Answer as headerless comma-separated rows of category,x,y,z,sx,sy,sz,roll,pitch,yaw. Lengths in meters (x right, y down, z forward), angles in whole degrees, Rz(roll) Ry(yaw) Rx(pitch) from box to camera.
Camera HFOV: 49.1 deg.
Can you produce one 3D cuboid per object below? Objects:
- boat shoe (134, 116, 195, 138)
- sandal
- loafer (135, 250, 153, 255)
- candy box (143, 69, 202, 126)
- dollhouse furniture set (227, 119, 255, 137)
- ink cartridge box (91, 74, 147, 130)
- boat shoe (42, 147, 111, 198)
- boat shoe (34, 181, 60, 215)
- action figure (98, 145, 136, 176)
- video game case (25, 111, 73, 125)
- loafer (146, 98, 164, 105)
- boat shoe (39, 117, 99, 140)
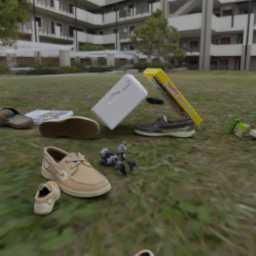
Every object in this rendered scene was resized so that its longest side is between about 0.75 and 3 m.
boat shoe,1.432,-0.090,11.046,2.360,0.776,0.843,3,14,10
sandal,-5.352,-0.516,12.422,2.635,0.719,1.077,11,38,27
loafer,-0.320,2.007,3.063,0.677,0.592,1.884,12,18,39
candy box,1.855,-1.304,11.798,0.384,2.911,1.488,-44,19,-1
dollhouse furniture set,4.677,0.235,10.916,0.747,0.577,1.495,-4,32,-44
ink cartridge box,-0.245,-1.123,11.399,1.115,1.924,2.657,45,9,-4
boat shoe,-1.372,1.003,6.726,2.342,0.756,0.835,12,18,39
boat shoe,-1.712,1.380,5.981,0.431,0.390,1.209,-2,14,-6
action figure,-0.360,0.809,7.754,0.782,0.672,1.316,-22,25,-30
video game case,-4.084,-0.514,13.814,2.063,0.260,2.264,2,14,8
loafer,1.785,-1.777,18.597,1.259,0.428,0.442,12,13,24
boat shoe,-2.210,-0.052,10.841,2.409,0.869,0.782,-2,14,14
